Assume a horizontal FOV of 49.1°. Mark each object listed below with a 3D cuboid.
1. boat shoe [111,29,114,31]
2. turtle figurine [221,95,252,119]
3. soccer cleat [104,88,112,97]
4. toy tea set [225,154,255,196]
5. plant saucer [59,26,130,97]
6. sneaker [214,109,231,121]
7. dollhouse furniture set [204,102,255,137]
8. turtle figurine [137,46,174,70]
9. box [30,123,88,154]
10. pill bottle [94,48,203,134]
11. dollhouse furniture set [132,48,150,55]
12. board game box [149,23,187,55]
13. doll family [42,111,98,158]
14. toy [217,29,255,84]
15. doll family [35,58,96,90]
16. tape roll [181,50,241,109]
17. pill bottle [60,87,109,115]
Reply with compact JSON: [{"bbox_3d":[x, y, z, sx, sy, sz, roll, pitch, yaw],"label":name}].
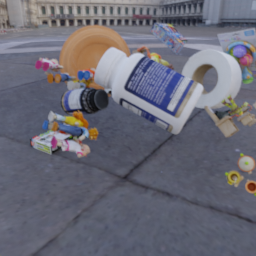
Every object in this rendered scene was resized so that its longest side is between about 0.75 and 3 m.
[{"bbox_3d":[-0.319,-3.328,12.136,0.756,2.106,0.798,-46,30,-10],"label":"boat shoe"},{"bbox_3d":[2.596,-0.481,6.906,0.610,0.757,0.244,42,63,-3],"label":"turtle figurine"},{"bbox_3d":[-0.365,-1.183,9.779,1.000,0.349,0.432,14,60,-20],"label":"soccer cleat"},{"bbox_3d":[2.686,1.089,5.852,1.195,0.710,0.442,31,-2,22],"label":"toy tea set"},{"bbox_3d":[-1.253,-2.562,11.305,2.957,2.957,0.477,-8,22,-17],"label":"plant saucer"},{"bbox_3d":[4.656,-0.683,13.821,0.736,0.491,1.286,25,40,32],"label":"sneaker"},{"bbox_3d":[3.483,-1.037,7.372,1.424,2.747,1.216,0,53,-58],"label":"dollhouse furniture set"},{"bbox_3d":[1.204,-1.715,9.305,0.805,2.016,2.500,-30,-10,4],"label":"turtle figurine"},{"bbox_3d":[-2.824,0.345,11.703,1.200,0.379,2.181,15,29,30],"label":"box"},{"bbox_3d":[0.512,-1.101,7.733,2.734,1.519,1.519,29,31,7],"label":"pill bottle"},{"bbox_3d":[0.707,-2.189,11.627,0.881,1.990,1.031,-2,-12,40],"label":"dollhouse furniture set"},{"bbox_3d":[1.621,-3.281,10.340,1.292,0.399,1.293,49,36,14],"label":"board game box"},{"bbox_3d":[-1.276,0.025,6.540,1.035,0.752,1.668,16,15,-31],"label":"doll family"},{"bbox_3d":[4.343,-2.588,10.760,1.357,2.357,0.556,4,56,40],"label":"toy"},{"bbox_3d":[-2.040,-1.679,9.518,2.231,1.006,1.385,15,17,4],"label":"doll family"},{"bbox_3d":[3.127,-1.844,10.768,0.780,2.231,2.231,-2,20,-42],"label":"tape roll"},{"bbox_3d":[-1.257,-0.771,8.168,1.382,0.773,0.773,-1,19,38],"label":"pill bottle"}]
